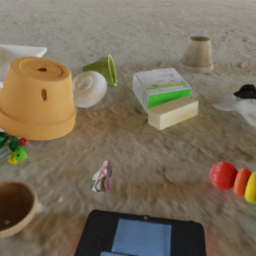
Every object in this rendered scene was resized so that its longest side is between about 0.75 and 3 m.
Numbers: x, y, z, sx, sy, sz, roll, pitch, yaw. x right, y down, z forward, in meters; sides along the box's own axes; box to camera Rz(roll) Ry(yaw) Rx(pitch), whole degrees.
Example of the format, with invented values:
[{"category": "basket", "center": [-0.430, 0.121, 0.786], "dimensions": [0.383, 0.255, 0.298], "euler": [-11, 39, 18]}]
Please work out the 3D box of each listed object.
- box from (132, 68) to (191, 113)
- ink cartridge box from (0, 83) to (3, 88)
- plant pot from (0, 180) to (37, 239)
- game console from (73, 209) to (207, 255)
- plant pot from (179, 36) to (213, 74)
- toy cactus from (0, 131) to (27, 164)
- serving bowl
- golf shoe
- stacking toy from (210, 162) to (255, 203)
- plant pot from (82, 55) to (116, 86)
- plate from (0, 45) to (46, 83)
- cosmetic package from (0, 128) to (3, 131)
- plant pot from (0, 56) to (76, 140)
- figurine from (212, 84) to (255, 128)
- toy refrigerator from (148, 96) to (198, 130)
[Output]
[{"category": "box", "center": [1.318, -1.602, 11.438], "dimensions": [1.860, 0.899, 1.641], "euler": [-12, 44, -17]}, {"category": "ink cartridge box", "center": [-4.915, -2.530, 12.802], "dimensions": [2.744, 1.164, 1.999], "euler": [28, 43, 37]}, {"category": "plant pot", "center": [-2.838, 1.985, 6.454], "dimensions": [1.516, 0.700, 1.516], "euler": [1, 36, -1]}, {"category": "game console", "center": [0.236, 2.708, 5.662], "dimensions": [2.707, 0.420, 2.394], "euler": [6, 34, 7]}, {"category": "plant pot", "center": [3.578, -3.835, 14.451], "dimensions": [1.745, 1.514, 1.745], "euler": [-1, 34, 1]}, {"category": "toy cactus", "center": [-4.006, 0.276, 8.789], "dimensions": [2.570, 1.314, 2.121], "euler": [6, 24, 24]}, {"category": "serving bowl", "center": [-1.730, -1.665, 11.341], "dimensions": [1.665, 0.548, 1.665], "euler": [-9, 60, 17]}, {"category": "golf shoe", "center": [-0.724, 1.303, 7.750], "dimensions": [0.521, 0.411, 1.132], "euler": [-1, 33, 8]}, {"category": "stacking toy", "center": [3.350, 1.524, 6.919], "dimensions": [2.713, 1.158, 1.158], "euler": [17, 37, 31]}, {"category": "plant pot", "center": [-1.347, -2.516, 12.809], "dimensions": [1.338, 1.409, 1.409], "euler": [-8, 33, 8]}, {"category": "plate", "center": [-5.215, -2.631, 11.547], "dimensions": [2.814, 0.456, 2.820], "euler": [10, 41, 17]}, {"category": "cosmetic package", "center": [-5.086, -0.469, 10.199], "dimensions": [2.434, 0.629, 1.835], "euler": [-18, 36, -26]}, {"category": "plant pot", "center": [-3.041, -1.148, 9.465], "dimensions": [2.744, 1.921, 2.744], "euler": [13, 33, -8]}, {"category": "figurine", "center": [4.762, -0.970, 10.794], "dimensions": [2.351, 1.012, 2.294], "euler": [-24, 34, -30]}, {"category": "toy refrigerator", "center": [1.674, -0.557, 10.351], "dimensions": [1.854, 0.649, 0.704], "euler": [-21, 32, -29]}]
